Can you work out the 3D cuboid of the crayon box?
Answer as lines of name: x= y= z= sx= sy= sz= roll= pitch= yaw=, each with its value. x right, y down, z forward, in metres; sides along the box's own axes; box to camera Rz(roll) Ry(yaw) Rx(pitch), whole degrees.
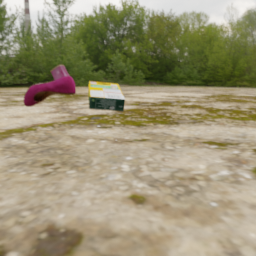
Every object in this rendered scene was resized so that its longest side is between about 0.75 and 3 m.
crayon box: x=-0.777 y=-1.077 z=9.439 sx=1.102 sy=0.452 sz=1.752 roll=3 pitch=24 yaw=-11

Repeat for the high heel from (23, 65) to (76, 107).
high heel: x=-2.336 y=-0.917 z=8.148 sx=1.947 sy=0.936 sz=0.656 roll=-35 pitch=-16 yaw=31
